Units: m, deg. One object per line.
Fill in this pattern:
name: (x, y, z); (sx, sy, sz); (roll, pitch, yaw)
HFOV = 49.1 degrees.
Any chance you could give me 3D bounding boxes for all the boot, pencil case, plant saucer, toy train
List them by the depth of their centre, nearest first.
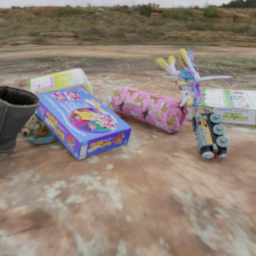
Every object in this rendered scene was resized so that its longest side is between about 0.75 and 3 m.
boot: (-3.360, -0.123, 6.634); (2.043, 0.815, 2.247); (-2, -24, -34)
toy train: (2.161, 0.195, 7.405); (0.795, 0.594, 1.395); (-9, 55, 9)
plant saucer: (-2.469, 0.310, 8.306); (0.965, 0.173, 0.965); (-7, 9, 1)
pencil case: (0.650, -0.681, 9.737); (1.170, 1.223, 2.826); (-35, 38, -32)

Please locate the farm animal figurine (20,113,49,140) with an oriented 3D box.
farm animal figurine: (-3.076, -0.095, 8.208); (1.311, 0.659, 1.059); (35, 17, -53)

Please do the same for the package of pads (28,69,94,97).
package of pads: (-2.580, -1.506, 10.960); (2.152, 0.734, 1.663); (-12, -17, 3)

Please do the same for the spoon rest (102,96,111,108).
spoon rest: (-1.600, -0.789, 10.825); (1.972, 0.598, 0.980); (-13, 58, -28)

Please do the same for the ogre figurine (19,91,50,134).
ogre figurine: (-3.015, -0.434, 9.153); (2.131, 1.046, 1.278); (-12, 53, 5)

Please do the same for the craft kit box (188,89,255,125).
craft kit box: (3.962, -0.928, 11.190); (2.930, 0.720, 2.967); (8, 21, 13)

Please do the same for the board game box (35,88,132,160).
board game box: (-1.413, -0.265, 8.345); (1.756, 0.585, 2.612); (-15, 42, -39)

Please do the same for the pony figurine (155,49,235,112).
pony figurine: (2.087, -1.527, 9.152); (2.017, 1.740, 2.089); (-11, 67, -33)
